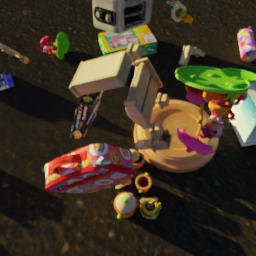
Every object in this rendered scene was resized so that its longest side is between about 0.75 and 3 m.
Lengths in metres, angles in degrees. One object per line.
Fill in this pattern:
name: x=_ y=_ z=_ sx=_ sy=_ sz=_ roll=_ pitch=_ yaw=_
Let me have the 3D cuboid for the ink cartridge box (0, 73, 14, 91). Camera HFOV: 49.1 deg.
ink cartridge box: x=-5.266 y=-1.915 z=11.619 sx=0.841 sy=0.182 sz=0.833 roll=-21 pitch=57 yaw=-15

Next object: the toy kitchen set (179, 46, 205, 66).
toy kitchen set: x=2.700 y=-3.099 z=12.409 sx=0.933 sy=0.841 sz=0.761 roll=13 pitch=6 yaw=-30

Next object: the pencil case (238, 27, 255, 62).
pencil case: x=5.343 y=-3.743 z=12.548 sx=0.742 sy=0.742 sz=1.679 roll=4 pitch=58 yaw=3

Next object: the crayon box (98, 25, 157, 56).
crayon box: x=-0.030 y=-3.818 z=12.636 sx=2.334 sy=0.680 sz=1.386 roll=-16 pitch=57 yaw=-11

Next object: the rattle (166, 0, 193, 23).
rattle: x=1.685 y=-3.855 z=9.176 sx=0.578 sy=0.888 sz=0.634 roll=-25 pitch=47 yaw=10

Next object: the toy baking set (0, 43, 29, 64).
toy baking set: x=-3.315 y=-2.101 z=7.643 sx=1.190 sy=1.551 sz=0.180 roll=25 pitch=92 yaw=-19

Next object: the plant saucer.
plant saucer: x=1.708 y=0.148 z=9.996 sx=3.001 sy=0.484 sz=3.001 roll=0 pitch=55 yaw=1

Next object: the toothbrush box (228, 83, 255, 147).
toothbrush box: x=4.253 y=-0.449 z=9.543 sx=0.807 sy=1.891 sz=1.385 roll=-8 pitch=55 yaw=-5

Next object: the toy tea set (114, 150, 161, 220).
toy tea set: x=0.142 y=1.697 z=8.664 sx=1.390 sy=0.865 sz=2.337 roll=-10 pitch=56 yaw=-7

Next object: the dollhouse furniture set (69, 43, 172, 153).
dollhouse furniture set: x=0.061 y=-0.703 z=7.150 sx=1.269 sy=2.868 sz=1.486 roll=-7 pitch=51 yaw=31

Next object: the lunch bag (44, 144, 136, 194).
lunch bag: x=-0.985 y=0.984 z=6.666 sx=1.974 sy=1.739 sz=0.809 roll=-24 pitch=61 yaw=28

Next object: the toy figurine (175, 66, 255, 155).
toy figurine: x=2.173 y=-0.347 z=7.418 sx=2.373 sy=2.184 sz=1.782 roll=-12 pitch=34 yaw=-29

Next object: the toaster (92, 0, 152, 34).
toaster: x=-0.159 y=-4.600 z=9.960 sx=2.169 sy=1.962 sz=1.287 roll=-31 pitch=50 yaw=-34

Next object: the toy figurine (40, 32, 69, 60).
toy figurine: x=-3.429 y=-3.666 z=12.623 sx=1.137 sy=0.928 sz=1.236 roll=5 pitch=79 yaw=20

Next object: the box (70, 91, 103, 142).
box: x=-1.164 y=-0.563 z=8.219 sx=0.367 sy=1.267 sz=1.594 roll=20 pitch=34 yaw=0
